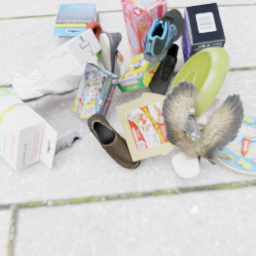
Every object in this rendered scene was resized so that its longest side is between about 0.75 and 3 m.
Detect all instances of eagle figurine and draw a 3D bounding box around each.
[{"bbox_3d":[2.165,0.066,8.566,2.038,2.686,2.027,-16,53,-2],"label":"eagle figurine"}]

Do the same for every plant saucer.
[{"bbox_3d":[2.251,-1.569,9.769,0.459,2.952,2.952,27,50,-19],"label":"plant saucer"}]

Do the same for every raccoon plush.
[{"bbox_3d":[1.886,-0.055,7.895,0.567,0.846,0.410,23,32,39],"label":"raccoon plush"}]

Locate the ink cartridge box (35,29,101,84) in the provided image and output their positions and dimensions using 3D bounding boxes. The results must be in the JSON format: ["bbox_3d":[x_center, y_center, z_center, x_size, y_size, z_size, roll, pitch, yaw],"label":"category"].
[{"bbox_3d":[-1.947,-2.422,9.421,1.439,0.831,1.971,-21,23,28],"label":"ink cartridge box"}]

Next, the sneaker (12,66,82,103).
[{"bbox_3d":[-2.985,-1.877,10.633,2.852,1.111,1.417,-16,93,-26],"label":"sneaker"}]

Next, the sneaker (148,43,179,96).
[{"bbox_3d":[1.510,-2.440,11.610,0.927,1.107,2.440,16,76,-17],"label":"sneaker"}]

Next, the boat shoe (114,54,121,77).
[{"bbox_3d":[-0.561,-2.718,11.360,0.560,1.552,0.551,2,38,8],"label":"boat shoe"}]

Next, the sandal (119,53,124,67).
[{"bbox_3d":[-0.561,-2.597,11.941,0.490,1.278,0.366,25,34,-11],"label":"sandal"}]

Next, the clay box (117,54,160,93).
[{"bbox_3d":[0.504,-2.347,11.063,1.245,0.516,2.168,-8,42,39],"label":"clay box"}]

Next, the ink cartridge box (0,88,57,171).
[{"bbox_3d":[-3.780,0.148,9.378,2.996,1.755,1.009,34,35,25],"label":"ink cartridge box"}]

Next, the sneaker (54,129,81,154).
[{"bbox_3d":[-2.239,0.519,10.106,0.514,0.468,1.253,34,59,23],"label":"sneaker"}]

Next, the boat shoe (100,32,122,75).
[{"bbox_3d":[-0.550,-2.596,10.180,0.718,2.288,0.831,-23,70,-12],"label":"boat shoe"}]

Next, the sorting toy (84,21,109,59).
[{"bbox_3d":[-1.434,-4.088,12.850,1.081,1.799,0.739,-43,48,-21],"label":"sorting toy"}]

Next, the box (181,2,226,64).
[{"bbox_3d":[2.942,-3.459,11.348,1.268,2.430,1.798,-7,69,4],"label":"box"}]

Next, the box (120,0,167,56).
[{"bbox_3d":[0.792,-4.248,12.076,1.465,2.938,1.403,-27,60,-6],"label":"box"}]

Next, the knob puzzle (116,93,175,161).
[{"bbox_3d":[0.888,-0.127,9.073,2.336,0.324,2.336,1,96,7],"label":"knob puzzle"}]

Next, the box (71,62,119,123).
[{"bbox_3d":[-1.260,-1.192,10.406,1.412,2.068,0.390,34,24,29],"label":"box"}]

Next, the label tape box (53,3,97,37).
[{"bbox_3d":[-2.649,-5.252,14.305,1.923,0.887,2.684,-1,57,0],"label":"label tape box"}]

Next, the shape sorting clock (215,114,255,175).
[{"bbox_3d":[4.226,0.479,10.091,2.750,0.540,2.750,0,52,0],"label":"shape sorting clock"}]

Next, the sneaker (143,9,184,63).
[{"bbox_3d":[1.363,-3.519,9.987,0.977,1.093,2.669,19,60,15],"label":"sneaker"}]

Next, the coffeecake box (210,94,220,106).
[{"bbox_3d":[3.049,-1.772,11.216,0.546,1.494,1.147,-25,46,35],"label":"coffeecake box"}]

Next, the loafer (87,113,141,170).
[{"bbox_3d":[-0.518,0.560,9.247,0.861,0.841,2.358,-44,97,5],"label":"loafer"}]
